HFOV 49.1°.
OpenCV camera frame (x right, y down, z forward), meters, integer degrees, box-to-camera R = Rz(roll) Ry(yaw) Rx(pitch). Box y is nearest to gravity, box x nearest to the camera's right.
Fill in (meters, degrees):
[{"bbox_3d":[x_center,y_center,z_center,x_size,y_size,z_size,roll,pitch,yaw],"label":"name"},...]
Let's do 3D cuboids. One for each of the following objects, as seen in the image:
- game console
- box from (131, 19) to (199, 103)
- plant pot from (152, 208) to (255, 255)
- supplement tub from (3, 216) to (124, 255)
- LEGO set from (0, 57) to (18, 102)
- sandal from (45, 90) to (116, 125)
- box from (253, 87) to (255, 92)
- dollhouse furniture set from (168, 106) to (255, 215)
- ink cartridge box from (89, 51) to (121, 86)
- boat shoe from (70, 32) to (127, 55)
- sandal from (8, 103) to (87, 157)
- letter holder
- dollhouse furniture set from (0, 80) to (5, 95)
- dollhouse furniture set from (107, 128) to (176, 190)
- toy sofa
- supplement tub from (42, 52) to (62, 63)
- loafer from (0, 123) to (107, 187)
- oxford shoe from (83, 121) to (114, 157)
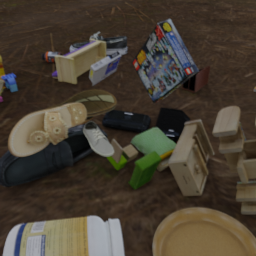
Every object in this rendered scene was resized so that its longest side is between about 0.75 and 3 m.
[{"bbox_3d":[0.539,-0.190,8.543,2.617,0.316,1.544,9,36,11],"label":"game console"},{"bbox_3d":[0.676,-1.278,5.787,0.325,1.629,1.116,-26,85,-21],"label":"box"},{"bbox_3d":[1.405,2.277,4.992,1.946,0.267,1.946,0,34,0],"label":"plant pot"},{"bbox_3d":[-0.942,2.072,4.421,1.710,1.235,1.235,-4,35,-7],"label":"supplement tub"},{"bbox_3d":[-5.078,-2.140,10.616,1.080,1.162,2.831,-24,41,-32],"label":"LEGO set"},{"bbox_3d":[-1.030,-0.286,5.658,1.667,0.450,0.670,-22,54,0],"label":"sandal"},{"bbox_3d":[5.143,-1.442,10.499,0.774,0.161,0.461,-17,38,-28],"label":"box"},{"bbox_3d":[2.320,0.510,6.022,2.399,2.103,1.594,-12,27,34],"label":"dollhouse furniture set"},{"bbox_3d":[-0.695,-1.716,8.129,0.951,0.962,0.226,-36,86,-20],"label":"ink cartridge box"},{"bbox_3d":[-1.442,-4.085,13.621,2.800,0.956,1.034,1,35,1],"label":"boat shoe"},{"bbox_3d":[-0.840,-0.050,3.381,0.397,0.443,1.208,-6,19,36],"label":"sandal"},{"bbox_3d":[2.603,-1.945,10.663,0.559,0.790,1.111,25,42,31],"label":"letter holder"},{"bbox_3d":[-5.239,-1.057,9.404,2.113,1.061,1.385,12,73,-6],"label":"dollhouse furniture set"},{"bbox_3d":[0.545,0.447,6.809,1.818,0.912,1.191,-25,59,-31],"label":"dollhouse furniture set"},{"bbox_3d":[-2.062,-2.889,11.797,1.257,1.067,2.577,17,38,22],"label":"toy sofa"},{"bbox_3d":[-3.491,-3.230,12.833,0.861,0.461,0.461,3,35,5],"label":"supplement tub"},{"bbox_3d":[-1.748,0.570,6.816,1.008,0.975,2.872,18,34,39],"label":"loafer"},{"bbox_3d":[-0.594,0.198,5.406,0.358,0.275,0.951,-16,46,-31],"label":"oxford shoe"}]
